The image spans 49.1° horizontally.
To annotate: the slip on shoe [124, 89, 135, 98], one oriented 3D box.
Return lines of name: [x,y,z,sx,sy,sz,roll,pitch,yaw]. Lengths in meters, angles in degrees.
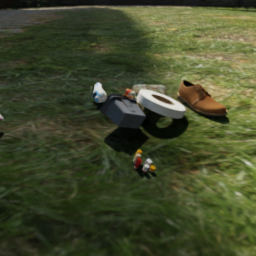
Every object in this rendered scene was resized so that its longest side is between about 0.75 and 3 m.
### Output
slip on shoe: [-0.204,-0.992,11.671,0.429,1.403,0.520,42,24,25]

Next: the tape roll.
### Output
tape roll: [1.401,-1.028,11.878,2.109,0.385,2.109,19,20,-7]

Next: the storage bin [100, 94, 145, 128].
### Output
storage bin: [-0.071,-0.617,10.767,1.541,1.122,1.035,5,36,-47]

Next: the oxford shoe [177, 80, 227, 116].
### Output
oxford shoe: [3.261,-1.368,12.603,1.032,1.031,2.892,-16,36,-30]

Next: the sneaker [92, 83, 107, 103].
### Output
sneaker: [-1.473,-1.706,13.548,0.642,0.637,1.772,-16,28,-8]

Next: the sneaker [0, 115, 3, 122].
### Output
sneaker: [-5.174,-0.125,10.690,0.447,0.485,1.100,-20,33,52]

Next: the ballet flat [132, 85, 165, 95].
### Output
ballet flat: [0.995,-1.734,13.074,1.584,0.599,0.506,-1,67,-7]

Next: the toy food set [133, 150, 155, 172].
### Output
toy food set: [0.447,1.166,8.986,0.423,0.398,0.885,-10,47,-44]

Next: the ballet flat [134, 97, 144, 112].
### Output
ballet flat: [0.316,-1.025,12.312,0.695,0.651,1.920,-29,31,-8]
